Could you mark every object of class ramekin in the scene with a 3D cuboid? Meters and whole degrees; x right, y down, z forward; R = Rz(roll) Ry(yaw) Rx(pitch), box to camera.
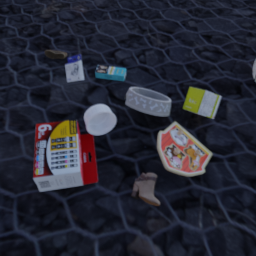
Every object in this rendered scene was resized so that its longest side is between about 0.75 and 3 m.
[{"bbox_3d":[-1.139,-0.340,11.033,1.240,1.240,0.605,-18,50,-14],"label":"ramekin"}]

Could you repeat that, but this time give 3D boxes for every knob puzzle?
[{"bbox_3d":[1.923,0.814,9.901,2.348,0.326,2.348,15,48,-18],"label":"knob puzzle"}]

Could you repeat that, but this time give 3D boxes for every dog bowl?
[{"bbox_3d":[0.825,-1.107,11.395,2.020,0.592,2.020,14,19,-5],"label":"dog bowl"}]

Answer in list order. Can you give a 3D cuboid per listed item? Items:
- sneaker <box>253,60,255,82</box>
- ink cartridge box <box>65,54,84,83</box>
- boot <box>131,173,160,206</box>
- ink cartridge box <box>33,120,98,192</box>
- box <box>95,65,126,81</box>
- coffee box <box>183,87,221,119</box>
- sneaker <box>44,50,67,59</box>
[{"bbox_3d":[6.771,-2.344,12.857,1.502,0.921,2.308,-1,51,-3],"label":"sneaker"},{"bbox_3d":[-2.432,-2.647,12.544,0.229,1.130,1.128,-13,10,-43],"label":"ink cartridge box"},{"bbox_3d":[0.699,1.985,9.356,1.343,0.472,0.982,8,57,44],"label":"boot"},{"bbox_3d":[-2.240,0.912,10.161,2.076,0.991,2.364,-7,51,-7],"label":"ink cartridge box"},{"bbox_3d":[-0.832,-2.631,13.450,1.408,0.346,0.579,8,51,7],"label":"box"},{"bbox_3d":[2.971,-1.020,11.339,0.958,0.969,0.967,13,9,-31],"label":"coffee box"},{"bbox_3d":[-3.714,-3.794,14.446,1.140,0.401,0.431,14,32,8],"label":"sneaker"}]
